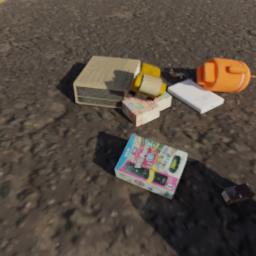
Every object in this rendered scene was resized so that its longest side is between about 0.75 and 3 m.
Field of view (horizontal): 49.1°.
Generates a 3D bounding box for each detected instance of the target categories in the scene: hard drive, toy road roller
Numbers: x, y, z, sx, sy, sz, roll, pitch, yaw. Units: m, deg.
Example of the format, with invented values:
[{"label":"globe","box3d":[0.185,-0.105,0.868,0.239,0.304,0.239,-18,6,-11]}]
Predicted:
[{"label":"hard drive","box3d":[2.930,-1.427,12.333,1.357,0.274,2.057,-24,45,-27]},{"label":"toy road roller","box3d":[0.728,-1.779,10.283,1.067,1.267,1.736,16,-5,-10]}]

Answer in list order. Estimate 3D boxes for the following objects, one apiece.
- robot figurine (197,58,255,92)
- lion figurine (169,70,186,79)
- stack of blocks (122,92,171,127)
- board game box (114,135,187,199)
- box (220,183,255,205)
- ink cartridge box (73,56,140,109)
[{"label":"robot figurine","box3d":[4.232,-2.293,12.332,2.463,1.772,1.436,1,46,-19]},{"label":"lion figurine","box3d":[2.453,-2.641,13.869,0.804,0.291,0.493,10,31,-9]},{"label":"stack of blocks","box3d":[0.823,-0.896,11.324,1.882,0.551,1.084,-24,50,-23]},{"label":"board game box","box3d":[0.697,1.140,8.495,1.821,0.585,1.344,18,60,15]},{"label":"box","box3d":[3.164,1.902,8.093,0.840,0.315,0.421,-7,51,-17]},{"label":"ink cartridge box","box3d":[-0.855,-2.104,12.519,2.329,1.062,2.828,9,39,9]}]
